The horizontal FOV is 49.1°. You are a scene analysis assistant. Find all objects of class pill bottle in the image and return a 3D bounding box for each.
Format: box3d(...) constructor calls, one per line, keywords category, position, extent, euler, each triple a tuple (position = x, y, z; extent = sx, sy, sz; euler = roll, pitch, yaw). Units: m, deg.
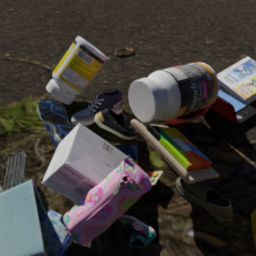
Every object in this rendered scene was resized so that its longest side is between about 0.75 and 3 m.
box3d(category="pill bottle", position=(-2.417, -2.554, 12.771), extent=(2.788, 1.593, 1.593), euler=(-51, 50, 11))
box3d(category="pill bottle", position=(1.596, -1.225, 9.714), extent=(2.954, 1.719, 1.719), euler=(-19, 45, -32))

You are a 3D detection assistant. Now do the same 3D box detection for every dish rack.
box3d(category="dish rack", position=(-4.708, 1.680, 9.216), extent=(2.759, 0.753, 2.116), euler=(-22, 41, 3))

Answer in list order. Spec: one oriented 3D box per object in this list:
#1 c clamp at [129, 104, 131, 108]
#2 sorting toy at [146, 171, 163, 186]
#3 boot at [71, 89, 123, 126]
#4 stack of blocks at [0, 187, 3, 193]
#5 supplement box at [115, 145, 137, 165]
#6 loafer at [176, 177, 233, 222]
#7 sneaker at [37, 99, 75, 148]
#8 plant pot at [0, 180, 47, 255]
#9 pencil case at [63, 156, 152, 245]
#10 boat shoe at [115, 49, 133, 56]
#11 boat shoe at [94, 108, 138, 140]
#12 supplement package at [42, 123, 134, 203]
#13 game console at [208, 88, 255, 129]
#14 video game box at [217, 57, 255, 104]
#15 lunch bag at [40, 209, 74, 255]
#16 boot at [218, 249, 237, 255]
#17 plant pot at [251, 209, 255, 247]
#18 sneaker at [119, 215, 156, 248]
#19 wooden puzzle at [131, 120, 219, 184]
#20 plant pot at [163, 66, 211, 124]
box3d(category="c clamp", position=(0.491, -1.009, 13.106), extent=(0.987, 0.134, 0.844), euler=(14, 42, 16))
box3d(category="sorting toy", position=(0.769, 1.747, 9.778), extent=(0.732, 0.144, 0.791), euler=(-13, 21, 44))
box3d(category="boot", position=(-1.387, -0.974, 12.347), extent=(2.464, 1.113, 0.896), euler=(-21, 47, -22))
box3d(category="stack of blocks", position=(-4.077, 1.891, 7.605), extent=(1.209, 0.696, 0.354), euler=(-29, 80, -31))
box3d(category="supplement box", position=(-0.074, 1.038, 10.249), extent=(0.829, 0.829, 0.557), euler=(4, 65, 4))
box3d(category="loafer", position=(2.524, 2.155, 9.198), extent=(2.087, 0.727, 0.785), euler=(30, 50, 29))
box3d(category="sneaker", position=(-2.810, -0.010, 10.932), extent=(1.113, 1.133, 2.941), euler=(-12, 52, -33))
box3d(category="plant pot", position=(-3.163, 3.083, 7.162), extent=(2.218, 2.172, 2.178), euler=(-16, 45, -14))
box3d(category="pencil case", position=(-0.554, 1.912, 7.291), extent=(2.523, 1.103, 1.103), euler=(-44, 44, 16))
box3d(category="boat shoe", position=(-0.206, -4.636, 16.936), extent=(1.134, 0.355, 0.416), euler=(-14, 44, -15))
box3d(category="boat shoe", position=(-0.278, -0.145, 10.525), extent=(2.183, 0.679, 0.814), euler=(26, 28, -44))
box3d(category="supplement package", position=(-1.144, 1.353, 8.752), extent=(2.303, 1.277, 1.794), euler=(37, 34, -21))
box3d(category="game console", position=(4.092, -1.472, 12.457), extent=(2.486, 1.712, 2.884), euler=(-26, 49, -25))
box3d(category="video game box", position=(5.877, -2.378, 13.895), extent=(2.096, 0.539, 2.301), euler=(-32, 48, -3))
box3d(category="lunch bag", position=(-2.113, 3.113, 7.979), extent=(0.993, 0.744, 1.168), euler=(23, 61, 16))
box3d(category="boot", position=(3.055, 4.220, 6.806), extent=(1.919, 0.872, 2.284), euler=(12, 37, 19))
box3d(category="plant pot", position=(4.367, 3.032, 7.746), extent=(1.573, 1.573, 1.387), euler=(13, 56, 14))
box3d(category="sneaker", position=(0.140, 3.135, 8.326), extent=(1.214, 0.507, 0.733), euler=(22, 37, 21))
box3d(category="wooden puzzle", position=(1.642, 0.670, 9.143), extent=(2.603, 0.524, 2.814), euler=(47, 19, 30))
box3d(category="plant pot", position=(2.056, -1.119, 11.469), extent=(2.267, 2.006, 2.267), euler=(0, 78, -2))
